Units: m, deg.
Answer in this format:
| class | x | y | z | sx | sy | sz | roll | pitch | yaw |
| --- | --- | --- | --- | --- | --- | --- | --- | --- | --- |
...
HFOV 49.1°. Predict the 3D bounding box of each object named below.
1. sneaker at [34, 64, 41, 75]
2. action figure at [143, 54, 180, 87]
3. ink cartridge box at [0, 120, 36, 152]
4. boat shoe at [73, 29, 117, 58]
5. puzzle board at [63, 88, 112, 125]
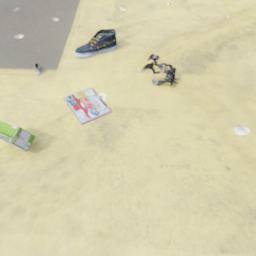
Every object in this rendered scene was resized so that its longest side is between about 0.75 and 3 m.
| class | x | y | z | sx | sy | sz | roll | pitch | yaw |
| --- | --- | --- | --- | --- | --- | --- | --- | --- | --- |
| sneaker | -4.340 | -2.932 | 13.377 | 0.297 | 0.457 | 0.792 | -18 | 50 | -16 |
| action figure | 1.503 | -2.501 | 12.560 | 0.946 | 1.853 | 1.101 | -2 | 63 | 50 |
| ink cartridge box | -4.262 | 0.079 | 9.538 | 1.286 | 1.740 | 0.659 | 16 | 73 | 31 |
| boat shoe | -1.694 | -4.356 | 14.266 | 2.349 | 1.066 | 0.831 | -19 | 50 | -17 |
| puzzle board | -1.747 | -1.003 | 11.814 | 1.391 | 0.161 | 1.846 | -25 | 53 | -21 |
